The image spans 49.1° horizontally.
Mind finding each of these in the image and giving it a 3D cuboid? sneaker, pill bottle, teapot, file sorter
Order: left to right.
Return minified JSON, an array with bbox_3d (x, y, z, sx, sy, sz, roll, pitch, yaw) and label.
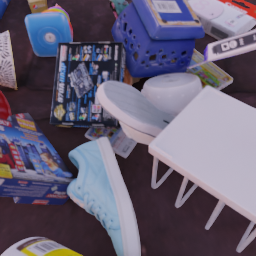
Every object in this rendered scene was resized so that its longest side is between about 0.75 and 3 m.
[{"bbox_3d":[-0.661,2.635,3.780,2.768,1.512,1.512,8,52,35],"label":"pill bottle"},{"bbox_3d":[-0.587,1.467,5.690,1.161,1.048,2.835,-17,46,-7],"label":"sneaker"},{"bbox_3d":[0.210,-0.101,5.880,2.421,0.857,0.884,30,43,-34],"label":"sneaker"},{"bbox_3d":[1.102,-0.665,7.071,1.561,1.140,1.541,11,30,36],"label":"teapot"},{"bbox_3d":[2.087,0.972,5.358,2.889,1.799,2.005,33,58,24],"label":"file sorter"}]

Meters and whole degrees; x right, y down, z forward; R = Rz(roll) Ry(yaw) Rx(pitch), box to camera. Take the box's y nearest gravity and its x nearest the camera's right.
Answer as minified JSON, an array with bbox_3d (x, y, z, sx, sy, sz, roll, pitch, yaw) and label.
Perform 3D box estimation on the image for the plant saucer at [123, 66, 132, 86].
[{"bbox_3d":[-0.527,-1.248,7.484,1.260,0.236,1.260,1,75,-2],"label":"plant saucer"}]

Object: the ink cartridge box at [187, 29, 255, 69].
[{"bbox_3d":[2.435,-1.952,6.965,2.037,2.018,0.442,-15,97,15],"label":"ink cartridge box"}]

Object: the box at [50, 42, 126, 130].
[{"bbox_3d":[-0.980,-1.065,7.017,1.698,0.491,2.136,2,83,10],"label":"box"}]

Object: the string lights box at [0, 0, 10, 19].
[{"bbox_3d":[-5.174,-4.387,9.699,1.535,0.881,2.987,2,56,2],"label":"string lights box"}]

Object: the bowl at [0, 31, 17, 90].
[{"bbox_3d":[-3.442,-1.776,7.447,0.728,1.552,1.552,-7,55,-21],"label":"bowl"}]

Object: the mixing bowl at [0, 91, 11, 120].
[{"bbox_3d":[-3.967,-0.167,6.248,1.233,2.276,2.276,21,57,34],"label":"mixing bowl"}]

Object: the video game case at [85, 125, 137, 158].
[{"bbox_3d":[-0.347,0.149,7.083,1.219,0.110,0.873,26,60,17],"label":"video game case"}]

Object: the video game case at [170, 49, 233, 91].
[{"bbox_3d":[1.859,-1.547,8.197,1.606,0.202,1.765,-31,60,-19],"label":"video game case"}]

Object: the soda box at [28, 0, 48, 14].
[{"bbox_3d":[-3.409,-4.822,10.209,0.577,0.545,1.704,-19,58,-12],"label":"soda box"}]

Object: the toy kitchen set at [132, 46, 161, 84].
[{"bbox_3d":[-0.279,-2.309,7.755,1.910,1.723,1.558,-23,57,-9],"label":"toy kitchen set"}]

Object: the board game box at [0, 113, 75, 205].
[{"bbox_3d":[-2.418,0.458,5.801,0.693,2.247,2.246,-49,52,15],"label":"board game box"}]

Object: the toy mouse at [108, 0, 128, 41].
[{"bbox_3d":[-0.290,-3.869,8.728,0.482,2.212,2.489,-24,21,3],"label":"toy mouse"}]

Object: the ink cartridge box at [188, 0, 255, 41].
[{"bbox_3d":[3.424,-4.110,9.699,2.106,0.739,2.591,39,68,24],"label":"ink cartridge box"}]

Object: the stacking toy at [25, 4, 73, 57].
[{"bbox_3d":[-2.335,-3.365,8.986,1.258,1.330,2.292,-4,42,-1],"label":"stacking toy"}]

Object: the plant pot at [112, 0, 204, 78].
[{"bbox_3d":[0.790,-2.516,7.335,1.784,1.604,1.783,-10,65,-24],"label":"plant pot"}]
